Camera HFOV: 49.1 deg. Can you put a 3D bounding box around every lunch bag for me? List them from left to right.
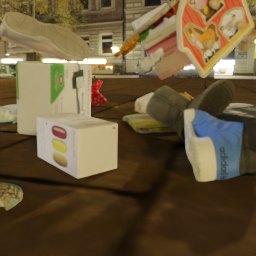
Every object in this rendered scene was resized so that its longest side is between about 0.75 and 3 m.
[{"bbox_3d":[-3.685,-0.472,9.111,0.932,0.568,0.794,-3,10,14],"label":"lunch bag"}]

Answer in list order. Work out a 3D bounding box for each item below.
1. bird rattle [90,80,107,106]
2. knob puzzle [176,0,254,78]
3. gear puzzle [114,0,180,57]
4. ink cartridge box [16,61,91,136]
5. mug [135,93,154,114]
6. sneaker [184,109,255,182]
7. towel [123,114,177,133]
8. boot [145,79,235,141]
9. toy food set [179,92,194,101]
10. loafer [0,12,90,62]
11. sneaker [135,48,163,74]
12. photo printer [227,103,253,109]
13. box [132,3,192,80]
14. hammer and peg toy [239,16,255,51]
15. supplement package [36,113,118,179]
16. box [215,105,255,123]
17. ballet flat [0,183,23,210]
[{"bbox_3d":[-2.514,-1.526,12.039,2.442,1.687,2.995,-12,2,28],"label":"bird rattle"},{"bbox_3d":[1.537,-1.963,5.026,1.825,1.825,0.253,-5,25,-24],"label":"knob puzzle"},{"bbox_3d":[0.713,-2.618,7.061,2.907,0.381,1.506,-47,17,-26],"label":"gear puzzle"},{"bbox_3d":[-2.030,-0.968,8.210,1.077,1.902,2.594,6,14,13],"label":"ink cartridge box"},{"bbox_3d":[0.677,-0.834,10.864,0.787,0.959,0.768,-18,52,-30],"label":"mug"},{"bbox_3d":[1.752,0.193,5.116,1.314,0.907,2.363,-5,16,6],"label":"sneaker"},{"bbox_3d":[0.703,-0.168,8.501,1.496,0.237,2.083,-3,12,-13],"label":"towel"},{"bbox_3d":[1.498,-0.710,7.381,0.763,1.912,2.103,43,5,-25],"label":"boot"},{"bbox_3d":[2.726,-1.422,14.070,1.199,0.392,0.706,-15,43,-44],"label":"toy food set"},{"bbox_3d":[-2.707,-2.877,9.331,2.924,1.051,0.919,15,-27,-34],"label":"loafer"},{"bbox_3d":[0.660,-2.157,8.878,0.569,0.990,0.372,8,49,-33],"label":"sneaker"},{"bbox_3d":[4.194,-0.718,10.713,1.004,0.348,0.835,-10,17,-37],"label":"photo printer"},{"bbox_3d":[1.218,-2.896,9.661,1.318,2.061,1.123,-27,53,12],"label":"box"},{"bbox_3d":[3.279,-3.211,8.741,1.755,0.841,2.386,-24,40,-23],"label":"hammer and peg toy"},{"bbox_3d":[-0.966,0.240,5.112,0.822,0.854,1.501,-9,15,-40],"label":"supplement package"},{"bbox_3d":[3.584,-0.012,6.586,2.214,0.716,2.808,-6,14,-31],"label":"box"},{"bbox_3d":[-1.876,0.848,3.673,1.056,0.358,0.398,8,34,26],"label":"ballet flat"}]
